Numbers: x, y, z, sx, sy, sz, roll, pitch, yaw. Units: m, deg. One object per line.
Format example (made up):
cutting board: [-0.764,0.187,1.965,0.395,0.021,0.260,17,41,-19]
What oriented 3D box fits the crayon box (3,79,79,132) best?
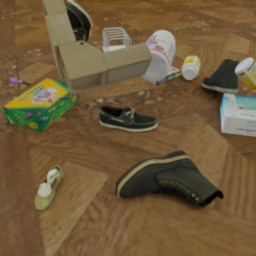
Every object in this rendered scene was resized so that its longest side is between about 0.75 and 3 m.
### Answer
crayon box: [-3.317,-0.979,11.100,1.578,0.774,2.658,13,37,18]

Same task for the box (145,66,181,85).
box: [1.733,-2.615,13.863,1.690,0.293,0.930,-25,42,-31]

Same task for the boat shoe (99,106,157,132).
boat shoe: [-0.011,-0.371,10.309,2.197,0.743,0.789,9,35,10]

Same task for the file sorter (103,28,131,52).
file sorter: [-0.669,-4.882,16.261,1.415,1.269,2.039,-8,36,-10]

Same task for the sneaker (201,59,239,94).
sneaker: [4.018,-2.271,12.010,0.937,1.331,2.507,4,14,-12]

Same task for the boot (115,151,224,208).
boot: [1.111,1.599,7.379,2.520,0.976,1.743,-21,45,-25]

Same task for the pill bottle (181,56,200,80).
pill bottle: [3.104,-2.946,13.869,0.833,0.833,1.525,10,36,14]

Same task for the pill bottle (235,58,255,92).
pill bottle: [4.190,-1.671,9.279,1.236,0.675,0.675,41,35,-14]

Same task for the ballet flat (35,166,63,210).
ballet flat: [-2.197,1.591,7.731,0.500,0.500,1.416,7,36,10]

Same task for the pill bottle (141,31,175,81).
pill bottle: [1.063,-2.660,10.083,1.142,1.142,2.014,9,42,13]

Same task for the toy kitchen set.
toy kitchen set: [-1.086,-2.513,8.771,2.470,2.233,2.737,-17,78,-14]

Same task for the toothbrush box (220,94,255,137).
toothbrush box: [4.187,-0.511,10.475,1.288,0.750,1.759,8,37,12]

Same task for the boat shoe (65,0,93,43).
boat shoe: [-2.015,-3.857,10.826,1.049,2.920,0.987,35,82,-1]

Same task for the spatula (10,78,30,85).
spatula: [-5.146,-2.196,13.427,1.142,0.117,0.323,16,40,21]
